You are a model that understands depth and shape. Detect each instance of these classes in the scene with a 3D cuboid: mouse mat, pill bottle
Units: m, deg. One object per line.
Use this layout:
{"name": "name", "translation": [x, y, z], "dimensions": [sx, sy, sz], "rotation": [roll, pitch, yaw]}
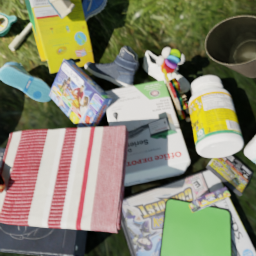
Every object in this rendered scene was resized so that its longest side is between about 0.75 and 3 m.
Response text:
{"name": "mouse mat", "translation": [1.581, 2.736, 6.515], "dimensions": [1.664, 0.078, 2.068], "rotation": [10, 55, 5]}
{"name": "pill bottle", "translation": [4.421, 0.929, 7.251], "dimensions": [2.459, 1.362, 1.362], "rotation": [41, 72, 16]}
{"name": "pill bottle", "translation": [2.264, -0.339, 7.526], "dimensions": [1.163, 1.163, 2.062], "rotation": [-2, 61, -1]}

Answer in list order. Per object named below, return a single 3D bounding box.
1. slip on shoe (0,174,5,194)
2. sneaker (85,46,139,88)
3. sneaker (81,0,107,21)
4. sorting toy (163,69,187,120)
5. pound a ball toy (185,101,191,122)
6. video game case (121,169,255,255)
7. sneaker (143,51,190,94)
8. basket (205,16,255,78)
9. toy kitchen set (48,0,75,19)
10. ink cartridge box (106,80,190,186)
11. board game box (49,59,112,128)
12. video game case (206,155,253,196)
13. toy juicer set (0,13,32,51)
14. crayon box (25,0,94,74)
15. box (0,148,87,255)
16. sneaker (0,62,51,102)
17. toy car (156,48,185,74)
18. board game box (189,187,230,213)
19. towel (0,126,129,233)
{"name": "slip on shoe", "translation": [-2.870, 0.981, 5.962], "dimensions": [0.335, 0.277, 0.905], "rotation": [-8, 52, -51]}
{"name": "sneaker", "translation": [-0.474, -2.048, 8.665], "dimensions": [1.682, 1.215, 0.639], "rotation": [24, 27, 11]}
{"name": "sneaker", "translation": [-1.571, -4.500, 9.817], "dimensions": [1.066, 1.210, 2.714], "rotation": [24, 67, 11]}
{"name": "sorting toy", "translation": [1.345, -0.982, 7.823], "dimensions": [0.324, 1.918, 0.925], "rotation": [-23, 64, 7]}
{"name": "pound a ball toy", "translation": [2.107, -0.568, 8.528], "dimensions": [0.916, 0.389, 0.598], "rotation": [-15, 89, -5]}
{"name": "video game case", "translation": [1.423, 2.648, 7.012], "dimensions": [2.887, 0.368, 2.609], "rotation": [-17, 67, -8]}
{"name": "sneaker", "translation": [1.164, -1.755, 8.769], "dimensions": [1.791, 0.792, 0.674], "rotation": [38, 71, 18]}
{"name": "basket", "translation": [3.496, -2.238, 8.229], "dimensions": [1.777, 1.971, 1.341], "rotation": [11, 91, 39]}
{"name": "toy kitchen set", "translation": [-2.083, -4.181, 8.358], "dimensions": [0.912, 1.241, 1.549], "rotation": [-11, 45, 35]}
{"name": "ink cartridge box", "translation": [0.445, 0.134, 7.761], "dimensions": [1.838, 1.061, 2.516], "rotation": [-12, 65, -4]}
{"name": "board game box", "translation": [-1.406, -0.875, 7.888], "dimensions": [1.886, 1.277, 0.325], "rotation": [45, 30, 23]}
{"name": "video game case", "translation": [2.752, 1.147, 7.565], "dimensions": [1.102, 0.141, 0.996], "rotation": [42, 46, 11]}
{"name": "toy juicer set", "translation": [-4.574, -3.303, 9.569], "dimensions": [2.448, 0.666, 1.558], "rotation": [5, 65, 2]}
{"name": "crayon box", "translation": [-2.122, -3.084, 8.761], "dimensions": [1.585, 0.634, 2.496], "rotation": [-19, 108, -27]}
{"name": "box", "translation": [-2.119, 1.820, 6.796], "dimensions": [2.262, 1.426, 2.301], "rotation": [4, 65, 4]}
{"name": "sneaker", "translation": [-3.098, -1.484, 8.639], "dimensions": [0.662, 1.665, 1.087], "rotation": [-51, 32, 9]}
{"name": "toy car", "translation": [1.177, -1.811, 7.821], "dimensions": [0.659, 0.754, 0.565], "rotation": [23, 47, -15]}
{"name": "board game box", "translation": [1.954, 1.755, 6.786], "dimensions": [0.817, 0.675, 0.232], "rotation": [-16, 64, -15]}
{"name": "towel", "translation": [-1.449, 1.005, 5.905], "dimensions": [2.920, 0.332, 2.103], "rotation": [-2, 64, 17]}
